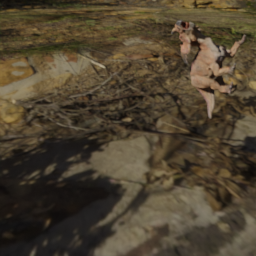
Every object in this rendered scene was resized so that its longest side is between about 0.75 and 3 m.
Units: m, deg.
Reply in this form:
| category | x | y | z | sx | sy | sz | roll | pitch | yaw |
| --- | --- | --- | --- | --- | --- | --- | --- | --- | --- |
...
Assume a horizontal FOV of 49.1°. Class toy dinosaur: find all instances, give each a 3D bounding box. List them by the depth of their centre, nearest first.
| category | x | y | z | sx | sy | sz | roll | pitch | yaw |
| --- | --- | --- | --- | --- | --- | --- | --- | --- | --- |
| toy dinosaur | 2.108 | -1.682 | 7.789 | 1.793 | 2.645 | 1.135 | 14 | 36 | 27 |
